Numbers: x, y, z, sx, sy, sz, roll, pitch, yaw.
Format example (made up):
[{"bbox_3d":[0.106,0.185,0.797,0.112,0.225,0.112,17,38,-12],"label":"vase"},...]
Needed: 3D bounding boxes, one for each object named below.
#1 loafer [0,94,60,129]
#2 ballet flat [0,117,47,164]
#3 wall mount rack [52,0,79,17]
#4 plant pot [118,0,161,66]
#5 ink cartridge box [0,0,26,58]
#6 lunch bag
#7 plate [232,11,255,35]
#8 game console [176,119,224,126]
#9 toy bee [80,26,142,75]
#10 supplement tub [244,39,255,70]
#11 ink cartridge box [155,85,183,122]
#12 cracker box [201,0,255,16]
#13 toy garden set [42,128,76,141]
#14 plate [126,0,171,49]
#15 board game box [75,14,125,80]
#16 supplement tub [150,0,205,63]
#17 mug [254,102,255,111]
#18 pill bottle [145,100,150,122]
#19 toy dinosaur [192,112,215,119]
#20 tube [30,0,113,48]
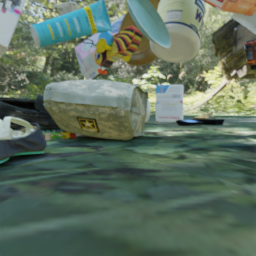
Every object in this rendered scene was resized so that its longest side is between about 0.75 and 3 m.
[{"bbox_3d":[-2.596,-0.534,8.451,2.787,0.978,0.946,-2,29,-10],"label":"loafer"},{"bbox_3d":[-1.344,0.125,2.963,0.510,0.510,1.395,1,4,15],"label":"ballet flat"},{"bbox_3d":[-2.068,-4.226,10.248,1.372,1.192,0.512,10,49,37],"label":"wall mount rack"},{"bbox_3d":[0.547,-3.402,9.407,2.682,2.682,0.368,3,-11,43],"label":"plant pot"},{"bbox_3d":[-3.383,-2.764,7.138,0.956,2.819,1.623,23,-13,-30],"label":"ink cartridge box"},{"bbox_3d":[-0.525,-0.389,5.440,1.582,1.134,1.929,8,2,13],"label":"lunch bag"},{"bbox_3d":[4.244,-3.863,9.379,0.185,1.142,1.144,-47,-8,-30],"label":"plate"},{"bbox_3d":[2.797,-0.232,11.129,2.089,0.252,1.232,-4,5,-42],"label":"game console"},{"bbox_3d":[-0.530,-2.295,8.715,1.462,1.214,2.233,2,-2,-30],"label":"toy bee"},{"bbox_3d":[3.415,-1.983,7.605,0.414,0.774,0.414,-14,16,4],"label":"supplement tub"},{"bbox_3d":[2.077,-1.182,14.022,1.329,1.839,0.779,1,0,14],"label":"ink cartridge box"},{"bbox_3d":[1.382,-3.035,5.485,2.336,0.674,1.565,42,37,25],"label":"cracker box"},{"bbox_3d":[-1.607,0.114,5.525,0.824,0.197,0.989,3,5,43],"label":"toy garden set"},{"bbox_3d":[0.373,-2.183,5.644,0.185,1.447,1.447,-31,-14,31],"label":"plate"},{"bbox_3d":[-0.878,-3.553,12.501,2.961,0.645,2.976,-38,-3,-9],"label":"board game box"},{"bbox_3d":[1.282,-2.653,7.084,1.229,1.695,1.229,12,-24,5],"label":"supplement tub"},{"bbox_3d":[6.238,-1.034,10.753,2.331,2.044,1.721,33,27,-4],"label":"mug"},{"bbox_3d":[-0.253,-0.897,13.296,2.362,1.328,1.328,-1,3,-16],"label":"pill bottle"},{"bbox_3d":[3.441,-0.469,12.875,0.909,0.523,1.798,-2,3,-18],"label":"toy dinosaur"},{"bbox_3d":[-1.370,-2.566,7.028,2.052,0.795,0.517,-27,30,-23],"label":"tube"}]
